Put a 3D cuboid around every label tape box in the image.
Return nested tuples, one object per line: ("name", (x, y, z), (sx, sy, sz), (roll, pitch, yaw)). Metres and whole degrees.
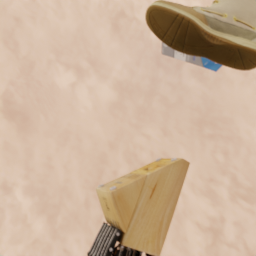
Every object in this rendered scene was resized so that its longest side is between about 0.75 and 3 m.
("label tape box", (2.022, -2.336, 8.010), (1.737, 0.550, 1.252), (26, 50, 29))

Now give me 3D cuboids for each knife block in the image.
("knife block", (0.386, 2.267, 6.338), (2.862, 0.916, 2.512), (-21, 95, -27))

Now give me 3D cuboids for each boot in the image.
("boot", (1.915, -2.684, 6.474), (2.735, 0.986, 2.115), (21, 66, -1))
